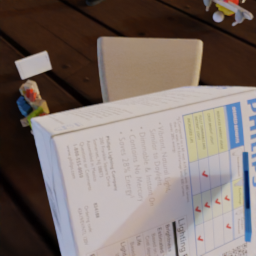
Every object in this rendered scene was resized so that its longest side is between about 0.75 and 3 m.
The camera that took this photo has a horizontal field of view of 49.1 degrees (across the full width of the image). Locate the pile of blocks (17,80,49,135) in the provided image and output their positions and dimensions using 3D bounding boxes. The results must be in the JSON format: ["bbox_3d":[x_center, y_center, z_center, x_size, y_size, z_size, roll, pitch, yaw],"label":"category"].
[{"bbox_3d":[-2.990,-0.670,8.648,0.977,0.740,2.380,-27,57,-20],"label":"pile of blocks"}]

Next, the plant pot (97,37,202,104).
[{"bbox_3d":[0.493,-0.619,7.637,2.635,2.638,2.335,2,67,1],"label":"plant pot"}]

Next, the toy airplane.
[{"bbox_3d":[4.019,-5.100,11.666,1.951,1.383,1.960,20,28,-19],"label":"toy airplane"}]

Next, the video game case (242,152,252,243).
[{"bbox_3d":[1.346,0.793,3.186,0.078,0.624,0.871,-2,60,22],"label":"video game case"}]

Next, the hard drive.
[{"bbox_3d":[-3.301,-2.184,9.822,1.104,0.728,0.147,-26,57,-19],"label":"hard drive"}]

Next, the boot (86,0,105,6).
[{"bbox_3d":[-1.330,-6.492,12.808,0.636,1.263,1.690,32,59,22],"label":"boot"}]

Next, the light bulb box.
[{"bbox_3d":[0.368,0.970,4.230,2.866,2.841,1.789,-13,14,-23],"label":"light bulb box"}]
